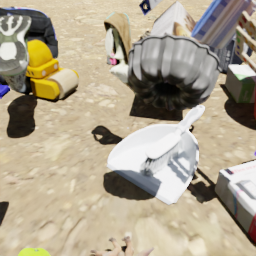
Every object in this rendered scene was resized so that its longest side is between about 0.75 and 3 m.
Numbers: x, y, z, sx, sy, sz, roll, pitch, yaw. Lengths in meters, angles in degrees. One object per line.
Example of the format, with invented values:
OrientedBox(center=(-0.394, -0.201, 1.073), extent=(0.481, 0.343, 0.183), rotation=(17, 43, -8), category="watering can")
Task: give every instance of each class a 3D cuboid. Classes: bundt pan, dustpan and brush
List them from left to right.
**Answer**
OrientedBox(center=(0.581, -0.665, 3.928), extent=(1.346, 1.346, 0.505), rotation=(10, 68, 14), category="bundt pan")
OrientedBox(center=(1.095, 0.306, 6.875), extent=(2.004, 0.822, 2.872), rotation=(26, 42, 32), category="dustpan and brush")

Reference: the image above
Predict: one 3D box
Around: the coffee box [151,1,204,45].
OrientedBox(center=(1.376, -2.319, 7.887), extent=(0.974, 1.379, 2.439), rotation=(-32, 28, 37), category="coffee box")

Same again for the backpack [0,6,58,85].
OrientedBox(center=(-4.160, -3.275, 10.724), extent=(2.686, 2.820, 2.172), rotation=(-14, 24, -25), category="backpack")

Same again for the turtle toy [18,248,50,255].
OrientedBox(center=(-1.090, 2.430, 3.765), extent=(1.265, 0.877, 1.735), rotation=(-22, 40, -28), category="turtle toy")

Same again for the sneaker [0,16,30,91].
OrientedBox(center=(-2.888, -1.911, 7.005), extent=(0.967, 1.114, 2.514), rotation=(-2, 51, -10), category="sneaker")

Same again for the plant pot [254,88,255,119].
OrientedBox(center=(4.652, -1.096, 7.701), extent=(2.468, 2.184, 2.468), rotation=(-1, 35, 0), category="plant pot")

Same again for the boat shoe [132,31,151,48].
OrientedBox(center=(0.922, -3.835, 12.605), extent=(2.910, 1.067, 1.084), rotation=(-14, 34, -21), category="boat shoe")

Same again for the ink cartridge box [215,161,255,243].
OrientedBox(center=(2.584, 1.403, 5.465), extent=(1.097, 0.637, 1.487), rotation=(-11, 37, -15), category="ink cartridge box")

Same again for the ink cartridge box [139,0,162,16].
OrientedBox(center=(0.986, -4.138, 8.074), extent=(1.832, 0.359, 0.911), rotation=(-39, 41, 21), category="ink cartridge box")

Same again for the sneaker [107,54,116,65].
OrientedBox(center=(-0.176, -2.900, 11.851), extent=(1.377, 0.544, 0.657), rotation=(16, 27, 20), category="sneaker")

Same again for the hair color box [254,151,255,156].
OrientedBox(center=(3.880, 0.972, 5.544), extent=(1.277, 0.757, 2.337), rotation=(15, 19, -41), category="hair color box")

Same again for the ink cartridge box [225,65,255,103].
OrientedBox(center=(4.461, -1.509, 9.499), extent=(1.880, 0.822, 1.366), rotation=(-2, 35, -1), category="ink cartridge box")

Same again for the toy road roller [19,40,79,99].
OrientedBox(center=(-2.885, -2.018, 9.534), extent=(2.199, 1.605, 1.351), rotation=(15, 38, 21), category="toy road roller")

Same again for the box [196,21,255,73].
OrientedBox(center=(3.831, -3.657, 12.073), extent=(2.441, 1.396, 2.681), rotation=(25, 42, 31), category="box")

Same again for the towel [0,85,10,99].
OrientedBox(center=(-4.736, -1.293, 9.677), extent=(1.045, 0.259, 0.772), rotation=(6, 34, 8), category="towel")

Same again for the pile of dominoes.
OrientedBox(center=(1.931, -0.924, 4.059), extent=(0.234, 1.145, 1.469), rotation=(-33, 60, 6), category="pile of dominoes")

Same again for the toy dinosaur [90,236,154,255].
OrientedBox(center=(-0.135, 2.229, 4.450), extent=(1.199, 0.515, 0.813), rotation=(4, 42, -22), category="toy dinosaur")

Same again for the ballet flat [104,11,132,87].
OrientedBox(center=(-0.141, -1.457, 5.720), extent=(0.616, 1.702, 0.577), rotation=(-32, 31, -34), category="ballet flat")

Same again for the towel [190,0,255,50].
OrientedBox(center=(2.664, -2.987, 7.707), extent=(2.181, 1.602, 0.260), rotation=(-6, 49, -50), category="towel")
